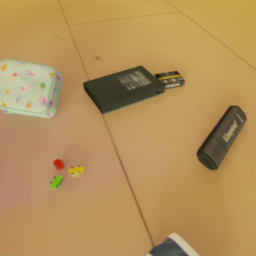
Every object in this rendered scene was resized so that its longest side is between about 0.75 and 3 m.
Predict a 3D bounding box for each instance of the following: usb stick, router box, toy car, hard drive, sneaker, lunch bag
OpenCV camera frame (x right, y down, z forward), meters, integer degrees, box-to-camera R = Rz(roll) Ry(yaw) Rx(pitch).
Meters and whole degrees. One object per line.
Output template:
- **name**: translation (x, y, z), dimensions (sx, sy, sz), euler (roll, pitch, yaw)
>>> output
- **usb stick**: translation (2.986, 0.225, 8.747), dimensions (0.786, 0.462, 2.835), euler (45, 53, 3)
- **router box**: translation (1.659, -1.935, 11.335), dimensions (1.042, 0.272, 0.819), euler (-11, 44, -11)
- **toy car**: translation (-1.834, 1.348, 7.779), dimensions (1.013, 0.226, 0.953), euler (13, 44, 20)
- **hard drive**: translation (-0.192, -1.542, 10.785), dimensions (2.634, 0.433, 1.838), euler (-20, 46, -21)
- **sneaker**: translation (1.047, 3.177, 5.551), dimensions (1.342, 0.738, 1.833), euler (-36, 57, -20)
- **lunch bag**: translation (-3.507, -1.309, 9.669), dimensions (2.327, 1.867, 0.897), euler (11, 0, 15)
